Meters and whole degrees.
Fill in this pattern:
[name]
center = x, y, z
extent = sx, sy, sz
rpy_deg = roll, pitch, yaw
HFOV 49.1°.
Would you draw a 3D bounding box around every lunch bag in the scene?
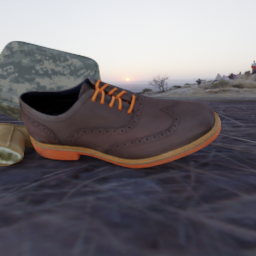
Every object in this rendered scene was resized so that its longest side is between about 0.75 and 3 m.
[lunch bag]
center = -1.608, -0.659, 5.847
extent = 2.062, 1.437, 1.730
rpy_deg = 13, -21, 2

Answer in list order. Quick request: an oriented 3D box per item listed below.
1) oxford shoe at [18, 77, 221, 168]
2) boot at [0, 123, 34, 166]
[oxford shoe]
center = -0.206, -0.141, 3.982
extent = 2.928, 1.062, 1.042
rpy_deg = -4, 43, 12
[boot]
center = -1.783, 0.285, 4.702
extent = 1.174, 0.444, 1.341
rpy_deg = 3, 12, -16
